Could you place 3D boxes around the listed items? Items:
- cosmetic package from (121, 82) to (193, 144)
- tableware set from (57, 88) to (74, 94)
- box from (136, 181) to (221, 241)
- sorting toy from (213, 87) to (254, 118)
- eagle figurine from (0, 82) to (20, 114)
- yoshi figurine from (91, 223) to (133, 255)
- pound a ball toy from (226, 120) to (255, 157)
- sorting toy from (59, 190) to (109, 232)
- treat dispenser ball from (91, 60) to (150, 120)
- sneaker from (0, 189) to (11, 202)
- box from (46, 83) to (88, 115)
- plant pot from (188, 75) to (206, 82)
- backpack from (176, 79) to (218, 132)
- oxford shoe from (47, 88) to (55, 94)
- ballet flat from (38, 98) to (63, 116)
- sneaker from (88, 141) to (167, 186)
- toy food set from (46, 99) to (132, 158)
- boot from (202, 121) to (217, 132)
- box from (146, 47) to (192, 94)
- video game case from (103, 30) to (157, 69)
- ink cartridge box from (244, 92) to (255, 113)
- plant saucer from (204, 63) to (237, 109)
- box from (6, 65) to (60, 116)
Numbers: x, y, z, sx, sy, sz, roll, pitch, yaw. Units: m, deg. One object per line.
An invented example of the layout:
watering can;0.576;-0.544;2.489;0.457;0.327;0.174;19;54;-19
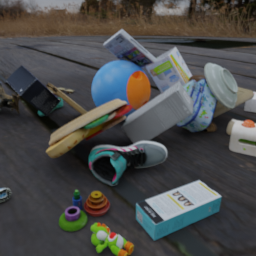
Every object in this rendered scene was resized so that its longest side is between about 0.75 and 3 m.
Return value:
cosmetic package;1.015;-0.440;9.594;2.329;1.050;1.244;-31;13;22
tableware set;-3.579;-2.092;15.905;0.949;0.190;0.627;13;14;14
box;1.183;1.855;6.501;1.906;0.468;0.784;-13;27;-26
sorting toy;3.581;-0.987;12.152;2.964;0.397;2.208;-27;22;-1
eagle figurine;-5.753;-1.377;12.837;2.006;1.514;1.522;25;73;19
yoshi figurine;-0.388;2.321;5.652;0.934;0.525;0.523;29;75;25
pound a ball toy;4.546;0.204;9.572;2.459;1.045;1.604;13;27;27
sorting toy;-1.053;1.814;6.532;1.275;0.523;0.766;-19;30;-37
treat dispenser ball;-0.302;-1.586;11.930;2.505;2.505;2.505;0;24;0
sneaker;-3.440;1.790;6.941;0.438;0.381;0.973;-1;12;45
box;-2.326;-1.015;11.515;0.222;2.086;1.705;-52;34;-5
plant pot;3.348;-1.775;11.892;1.196;1.118;1.118;-4;15;44
backpack;2.466;-0.824;10.678;1.316;1.790;1.638;21;-18;-16
oxford shoe;-4.315;-2.072;15.677;0.844;0.316;0.297;21;31;40
ballet flat;-3.630;-1.061;13.050;0.533;0.558;1.584;17;29;22
sneaker;-0.065;0.959;7.864;2.337;0.977;1.411;-5;18;8
toy food set;-1.173;-0.060;8.864;2.842;0.698;2.871;-29;2;1
boot;3.013;-0.199;11.301;0.479;0.467;1.269;-17;29;-11
box;2.125;-2.313;13.148;1.330;2.364;1.198;-21;20;37
video game case;0.026;-3.121;11.570;1.822;0.230;2.000;36;-13;-20
ink cartridge box;6.402;-1.103;12.998;1.644;0.681;1.205;15;28;31
plant saucer;3.634;-1.676;10.558;0.488;1.945;1.945;-31;1;40
box;-3.994;-1.552;11.906;0.945;1.812;1.341;-47;59;-6
